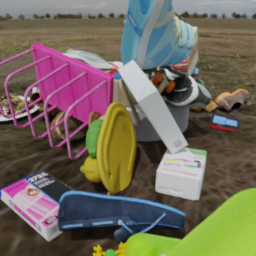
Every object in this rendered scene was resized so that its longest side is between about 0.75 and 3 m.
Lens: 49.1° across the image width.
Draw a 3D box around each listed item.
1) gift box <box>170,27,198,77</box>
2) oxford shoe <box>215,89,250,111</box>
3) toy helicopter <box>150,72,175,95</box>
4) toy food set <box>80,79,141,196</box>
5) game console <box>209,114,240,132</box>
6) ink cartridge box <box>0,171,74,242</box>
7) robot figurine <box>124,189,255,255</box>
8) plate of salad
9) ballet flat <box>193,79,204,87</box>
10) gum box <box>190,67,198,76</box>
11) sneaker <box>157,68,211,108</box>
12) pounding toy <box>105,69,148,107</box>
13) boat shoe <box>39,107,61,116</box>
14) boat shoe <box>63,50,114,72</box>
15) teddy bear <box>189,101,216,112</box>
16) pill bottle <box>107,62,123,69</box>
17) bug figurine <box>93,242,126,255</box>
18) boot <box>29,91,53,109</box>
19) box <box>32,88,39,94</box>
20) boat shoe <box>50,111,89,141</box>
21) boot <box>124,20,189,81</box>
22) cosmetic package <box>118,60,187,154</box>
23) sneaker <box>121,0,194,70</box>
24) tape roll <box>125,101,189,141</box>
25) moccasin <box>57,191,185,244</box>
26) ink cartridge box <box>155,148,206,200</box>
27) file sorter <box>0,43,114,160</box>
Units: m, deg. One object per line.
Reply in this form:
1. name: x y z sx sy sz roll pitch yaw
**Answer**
1. gift box: 2.149 -3.815 14.113 2.312 2.506 2.340 8 50 27
2. oxford shoe: 4.130 -0.978 10.715 1.921 0.685 0.700 -15 55 -35
3. toy helicopter: 0.746 -1.121 7.902 0.553 0.928 1.403 31 17 -13
4. toy food set: -0.464 0.282 6.272 0.836 1.507 2.561 -8 44 23
5. game console: 3.211 -0.182 9.292 0.926 0.163 1.047 9 26 20
6. ink cartridge box: -1.775 1.382 5.609 2.055 0.381 0.973 17 30 38
7. robot figurine: 1.047 1.741 2.492 2.938 1.700 2.578 -35 42 -20
8. plate of salad: -4.594 -0.847 10.196 2.649 0.636 2.649 0 23 0
9. ballet flat: 2.840 -1.945 12.791 0.623 0.619 1.821 -12 15 -3
10. gum box: 2.964 -3.374 16.073 1.573 0.413 1.852 -2 25 -4
11. sneaker: 1.412 -1.083 8.260 1.027 0.958 2.591 19 11 -26
12. pounding toy: -0.708 -1.252 8.391 1.998 0.914 1.755 -20 30 -38
13. boat shoe: -2.614 -0.593 10.018 1.111 0.400 0.378 14 63 4
14. boat shoe: -1.495 -1.863 8.489 0.941 0.922 2.643 44 25 22
15. teddy bear: 2.544 -0.933 10.541 1.552 0.518 1.125 11 24 23
16. pill bottle: -1.051 -1.847 11.364 1.484 1.484 2.606 13 28 27
17. bug figurine: 0.123 2.132 3.838 1.558 0.401 1.209 -1 26 -6
18. boot: -2.505 -1.064 9.621 1.811 0.862 2.340 -21 2 -35
19. box: -3.589 -1.432 11.677 0.768 0.448 0.231 4 -7 7
20. boat shoe: -1.708 -0.230 8.627 0.902 0.961 2.670 -18 16 19
21. boot: 0.893 -2.592 9.763 2.806 2.112 1.027 24 39 37
22. cosmetic package: 0.558 -0.450 6.291 0.476 1.842 1.389 -32 41 6
23. sneaker: 0.885 -2.355 6.159 1.724 2.641 1.050 -9 64 -19
24. tape roll: 0.507 -0.622 9.278 2.946 0.973 2.946 -1 24 0
25. moccasin: -0.121 1.537 4.551 2.043 0.822 0.697 5 63 7
26. ink cartridge box: 1.213 0.956 6.286 0.924 0.536 1.276 8 26 18
27. file sorter: -1.758 -0.614 6.565 2.399 1.667 1.504 27 47 22
